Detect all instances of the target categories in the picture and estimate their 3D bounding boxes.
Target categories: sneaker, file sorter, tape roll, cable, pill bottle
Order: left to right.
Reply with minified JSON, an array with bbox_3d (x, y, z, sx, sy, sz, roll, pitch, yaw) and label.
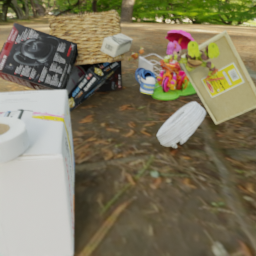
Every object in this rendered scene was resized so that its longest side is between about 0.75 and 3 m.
[{"bbox_3d":[-1.710,0.148,3.588,0.813,0.284,0.813,0,26,0],"label":"tape roll"},{"bbox_3d":[-2.420,-1.738,11.048,0.893,0.893,1.576,18,55,34],"label":"pill bottle"},{"bbox_3d":[0.705,-1.981,10.838,0.652,0.725,1.764,2,36,-14],"label":"sneaker"},{"bbox_3d":[1.051,-2.501,12.505,0.811,1.302,0.904,-23,45,-26],"label":"file sorter"},{"bbox_3d":[1.411,-0.090,7.665,1.493,0.517,1.493,-44,5,-15],"label":"cable"}]

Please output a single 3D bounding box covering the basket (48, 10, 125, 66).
[{"bbox_3d":[-1.469,-2.907,10.440,2.607,1.942,1.860,-8,-11,0],"label":"basket"}]

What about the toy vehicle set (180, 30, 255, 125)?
[{"bbox_3d":[2.836,-1.453,8.605,1.553,2.500,0.331,-25,17,30],"label":"toy vehicle set"}]

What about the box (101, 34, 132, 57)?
[{"bbox_3d":[-0.328,-2.536,8.558,0.501,0.417,1.219,28,31,7],"label":"box"}]

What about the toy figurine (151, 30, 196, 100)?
[{"bbox_3d":[1.951,-2.823,12.018,2.131,2.613,2.839,14,29,29],"label":"toy figurine"}]

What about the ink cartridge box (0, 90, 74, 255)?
[{"bbox_3d":[-2.035,0.706,5.104,1.997,2.032,2.760,-4,26,-9],"label":"ink cartridge box"}]

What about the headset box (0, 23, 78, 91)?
[{"bbox_3d":[-2.903,-2.111,8.780,2.238,1.665,0.864,17,-12,-3],"label":"headset box"}]

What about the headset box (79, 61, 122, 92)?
[{"bbox_3d":[-1.624,-2.603,12.276,2.604,1.938,1.006,-5,25,-11],"label":"headset box"}]

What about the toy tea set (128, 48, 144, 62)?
[{"bbox_3d":[0.320,-2.837,10.663,0.770,0.285,0.458,-26,4,38],"label":"toy tea set"}]

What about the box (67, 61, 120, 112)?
[{"bbox_3d":[-1.380,-1.714,10.638,0.522,1.805,2.271,45,29,-6],"label":"box"}]

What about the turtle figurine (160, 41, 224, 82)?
[{"bbox_3d":[1.869,-1.801,7.417,1.868,0.602,1.507,17,-6,-1],"label":"turtle figurine"}]
